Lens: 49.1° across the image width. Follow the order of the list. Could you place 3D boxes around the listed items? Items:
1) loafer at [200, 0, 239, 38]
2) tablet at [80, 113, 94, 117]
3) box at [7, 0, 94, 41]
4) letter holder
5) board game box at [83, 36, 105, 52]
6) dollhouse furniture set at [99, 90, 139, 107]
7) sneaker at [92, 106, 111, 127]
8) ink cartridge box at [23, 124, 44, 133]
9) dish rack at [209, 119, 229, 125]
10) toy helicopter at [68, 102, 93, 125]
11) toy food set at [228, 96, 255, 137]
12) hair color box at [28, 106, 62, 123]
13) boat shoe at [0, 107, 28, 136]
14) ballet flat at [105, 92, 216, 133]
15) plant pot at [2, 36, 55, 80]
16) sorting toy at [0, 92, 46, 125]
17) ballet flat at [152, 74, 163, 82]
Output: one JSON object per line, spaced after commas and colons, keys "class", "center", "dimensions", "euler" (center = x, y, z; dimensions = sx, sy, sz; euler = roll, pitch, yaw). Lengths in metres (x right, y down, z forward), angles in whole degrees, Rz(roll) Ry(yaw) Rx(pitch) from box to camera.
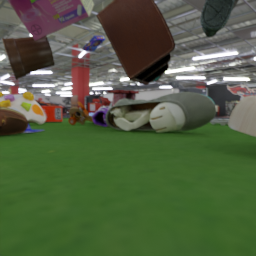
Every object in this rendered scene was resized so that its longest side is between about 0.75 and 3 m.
{"class": "loafer", "center": [2.337, -3.254, 6.601], "dimensions": [0.835, 2.325, 0.731], "euler": [28, -1, 12]}
{"class": "tablet", "center": [-1.019, -0.450, 13.067], "dimensions": [2.631, 0.180, 1.712], "euler": [11, 13, 36]}
{"class": "box", "center": [-2.123, -3.561, 7.127], "dimensions": [1.734, 1.971, 0.953], "euler": [-16, 38, 17]}
{"class": "letter holder", "center": [0.442, -2.803, 8.435], "dimensions": [1.703, 2.397, 1.205], "euler": [-32, -14, 24]}
{"class": "board game box", "center": [-1.442, -3.541, 11.807], "dimensions": [0.859, 0.192, 0.578], "euler": [-32, -6, 38]}
{"class": "dollhouse furniture set", "center": [-0.685, -0.728, 10.613], "dimensions": [0.963, 1.275, 2.369], "euler": [-2, 4, -39]}
{"class": "sneaker", "center": [-0.364, -0.348, 9.083], "dimensions": [1.933, 0.778, 0.855], "euler": [-3, 8, 27]}
{"class": "ink cartridge box", "center": [-3.078, -0.060, 6.395], "dimensions": [2.061, 0.382, 0.976], "euler": [2, 3, 2]}
{"class": "dish rack", "center": [3.860, -0.243, 11.230], "dimensions": [0.974, 0.247, 1.135], "euler": [-1, 3, -12]}
{"class": "toy helicopter", "center": [-1.646, -0.474, 10.874], "dimensions": [1.342, 0.887, 0.529], "euler": [17, 34, 5]}
{"class": "toy food set", "center": [2.208, 0.054, 2.854], "dimensions": [1.895, 0.572, 1.360], "euler": [-3, 15, -28]}
{"class": "hair color box", "center": [-4.864, -0.709, 14.572], "dimensions": [2.809, 0.860, 1.426], "euler": [-2, 2, -13]}
{"class": "boat shoe", "center": [-2.490, -0.053, 5.003], "dimensions": [0.536, 0.572, 1.588], "euler": [42, 19, 32]}
{"class": "ballet flat", "center": [0.581, -0.220, 6.403], "dimensions": [2.789, 0.940, 0.888], "euler": [1, 30, 43]}
{"class": "plant pot", "center": [-2.929, -2.177, 8.379], "dimensions": [1.228, 1.240, 1.240], "euler": [-18, 8, -16]}
{"class": "sorting toy", "center": [-4.605, -0.503, 10.606], "dimensions": [2.375, 1.269, 2.138], "euler": [0, 22, -2]}
{"class": "ballet flat", "center": [1.317, -3.151, 11.962], "dimensions": [0.787, 2.336, 0.744], "euler": [10, 18, 8]}
